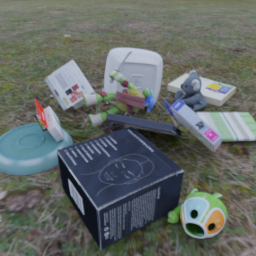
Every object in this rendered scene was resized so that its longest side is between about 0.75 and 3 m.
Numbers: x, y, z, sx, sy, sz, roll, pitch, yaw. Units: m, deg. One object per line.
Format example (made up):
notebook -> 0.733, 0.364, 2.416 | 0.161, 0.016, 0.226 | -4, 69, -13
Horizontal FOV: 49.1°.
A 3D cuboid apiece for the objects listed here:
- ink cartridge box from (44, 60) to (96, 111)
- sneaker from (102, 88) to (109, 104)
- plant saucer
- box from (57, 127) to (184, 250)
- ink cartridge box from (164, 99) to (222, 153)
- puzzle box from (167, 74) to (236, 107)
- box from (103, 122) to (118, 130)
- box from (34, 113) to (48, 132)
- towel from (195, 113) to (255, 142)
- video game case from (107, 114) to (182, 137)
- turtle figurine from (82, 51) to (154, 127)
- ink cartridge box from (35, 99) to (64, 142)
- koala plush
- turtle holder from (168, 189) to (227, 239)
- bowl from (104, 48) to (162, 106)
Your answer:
ink cartridge box -> -2.643, -1.857, 12.833 | 1.607, 0.767, 1.830 | -33, 82, -1
sneaker -> -0.976, -1.568, 13.451 | 0.349, 0.825, 0.307 | -15, 6, 15
plant saucer -> -3.600, 0.610, 10.465 | 2.992, 0.410, 2.992 | 0, 32, 0
box -> -0.295, 1.479, 7.977 | 2.560, 1.614, 2.604 | -19, 38, -27
ink cartridge box -> 2.314, -0.177, 10.081 | 2.380, 1.420, 0.499 | 43, 90, 21
puzzle box -> 3.782, -2.018, 14.512 | 2.945, 0.374, 1.959 | 24, 40, 32
box -> -0.503, -0.182, 11.332 | 0.901, 0.163, 0.644 | -27, 5, -35
box -> -3.174, -0.232, 10.538 | 0.194, 0.703, 0.878 | -28, 2, 0
towel -> 4.036, 0.001, 11.472 | 2.563, 0.393, 1.912 | 0, 36, -3
video game case -> 0.737, -0.057, 10.054 | 2.126, 0.282, 2.977 | 10, -1, 16
turtle figurine -> -0.427, -1.129, 10.430 | 2.420, 1.796, 2.496 | -19, 59, -12
ink cartridge box -> -2.913, -0.350, 10.327 | 0.312, 1.245, 1.434 | -28, 42, -3
koala plush -> 2.951, -1.719, 12.890 | 1.506, 1.638, 1.453 | 4, 33, 5
turtle holder -> 1.775, 2.241, 7.301 | 1.439, 1.093, 1.022 | 20, 38, 26
bowl -> 0.292, -2.145, 12.427 | 2.590, 2.593, 0.968 | 3, 19, -12
